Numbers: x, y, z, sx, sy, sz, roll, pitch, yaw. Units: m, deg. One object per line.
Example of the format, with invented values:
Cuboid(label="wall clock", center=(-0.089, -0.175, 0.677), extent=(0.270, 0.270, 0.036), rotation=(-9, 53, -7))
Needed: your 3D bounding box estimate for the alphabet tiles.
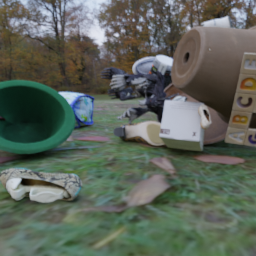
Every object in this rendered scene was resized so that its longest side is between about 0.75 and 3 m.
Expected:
Cuboid(label="alphabet tiles", center=(3.302, -0.619, 5.737), extent=(2.102, 2.515, 0.095), rotation=(8, 30, 11))

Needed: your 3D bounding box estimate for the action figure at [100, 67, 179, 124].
Cuboid(label="action figure", center=(0.186, -0.965, 8.434), extent=(1.452, 1.692, 2.846), rotation=(-25, 31, -24))

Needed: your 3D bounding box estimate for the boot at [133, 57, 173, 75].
Cuboid(label="boot", center=(1.518, -2.768, 12.506), extent=(2.559, 0.931, 1.156), rotation=(-8, 10, -5))

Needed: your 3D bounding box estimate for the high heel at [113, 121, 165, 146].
Cuboid(label="high heel", center=(0.619, 0.156, 8.585), extent=(1.992, 0.711, 1.420), rotation=(4, -1, 8))

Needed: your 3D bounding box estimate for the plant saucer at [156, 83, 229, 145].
Cuboid(label="plant saucer", center=(2.317, -0.556, 8.916), extent=(2.841, 2.841, 0.520), rotation=(3, -34, 21))

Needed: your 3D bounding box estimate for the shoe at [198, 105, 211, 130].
Cuboid(label="shoe", center=(1.706, -0.274, 6.153), extent=(0.264, 0.202, 0.755), rotation=(20, 43, -10))

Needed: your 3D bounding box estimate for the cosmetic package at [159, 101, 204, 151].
Cuboid(label="cosmetic package", center=(1.414, -0.028, 7.079), extent=(0.962, 0.963, 1.167), rotation=(6, -14, 18))

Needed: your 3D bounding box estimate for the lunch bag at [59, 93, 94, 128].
Cuboid(label="lunch bag", center=(-2.866, -0.807, 12.068), extent=(2.162, 1.621, 2.543), rotation=(2, -2, 12))

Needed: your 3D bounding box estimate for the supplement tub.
Cuboid(label="supplement tub", center=(1.317, -2.106, 11.666), extent=(0.973, 1.588, 0.973), rotation=(15, 33, -10))

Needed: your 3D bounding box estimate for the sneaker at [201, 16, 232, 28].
Cuboid(label="sneaker", center=(2.680, -2.683, 9.295), extent=(0.986, 0.843, 2.264), rotation=(-1, -35, 1))

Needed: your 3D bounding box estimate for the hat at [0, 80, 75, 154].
Cuboid(label="hat", center=(-2.897, 0.348, 7.817), extent=(2.411, 2.562, 2.911), rotation=(43, 42, 14))

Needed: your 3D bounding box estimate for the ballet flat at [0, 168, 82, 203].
Cuboid(label="ballet flat", center=(-1.355, 0.861, 4.071), extent=(1.330, 0.451, 0.501), rotation=(3, 27, 8))

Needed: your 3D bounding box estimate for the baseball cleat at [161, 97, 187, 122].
Cuboid(label="baseball cleat", center=(1.409, -0.546, 8.613), extent=(0.405, 1.163, 0.619), rotation=(44, -18, -27))

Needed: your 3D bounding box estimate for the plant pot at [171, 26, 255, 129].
Cuboid(label="plant pot", center=(2.302, -1.388, 6.754), extent=(2.212, 2.536, 2.536), rotation=(11, 4, -17))
